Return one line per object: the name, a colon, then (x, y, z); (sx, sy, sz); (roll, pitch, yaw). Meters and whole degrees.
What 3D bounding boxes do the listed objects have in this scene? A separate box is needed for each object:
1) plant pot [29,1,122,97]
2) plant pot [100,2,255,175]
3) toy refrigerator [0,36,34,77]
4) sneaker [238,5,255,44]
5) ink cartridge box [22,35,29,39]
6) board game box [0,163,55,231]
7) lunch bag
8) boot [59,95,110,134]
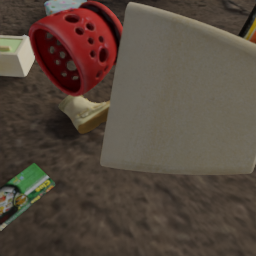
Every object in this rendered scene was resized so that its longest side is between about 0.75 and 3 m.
plant pot: (-1.139, -1.960, 6.773); (1.878, 1.878, 1.710); (31, 57, 24)
plant pot: (1.169, -0.455, 4.766); (2.147, 2.422, 2.425); (14, 11, 20)
toy refrigerator: (-4.891, -2.546, 9.599); (2.901, 1.015, 1.101); (5, 49, 3)
sneaker: (2.851, -2.024, 4.675); (1.167, 0.907, 2.595); (35, 61, 12)
ink cartridge box: (-4.144, -3.279, 10.687); (0.849, 0.322, 0.627); (31, 56, 23)
board game box: (-2.628, 1.596, 6.605); (0.853, 0.191, 1.628); (34, 57, 28)
lunch bag: (-2.566, -5.054, 11.966); (1.796, 0.692, 1.440); (-20, 50, -17)
boot: (-1.073, -0.668, 8.285); (1.651, 0.601, 1.283); (-34, 57, -21)
